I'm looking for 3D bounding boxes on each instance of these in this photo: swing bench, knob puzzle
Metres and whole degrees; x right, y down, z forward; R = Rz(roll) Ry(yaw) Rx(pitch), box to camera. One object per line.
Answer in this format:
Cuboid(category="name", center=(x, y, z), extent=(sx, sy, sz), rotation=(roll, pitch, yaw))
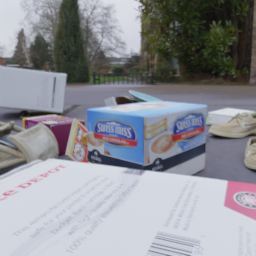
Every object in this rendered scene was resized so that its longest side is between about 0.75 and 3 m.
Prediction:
Cuboid(category="swing bench", center=(-2.141, 0.378, 5.260), extent=(1.327, 0.861, 1.320), rotation=(1, 10, 3))
Cuboid(category="knob puzzle", center=(-0.724, 0.405, 5.156), extent=(0.146, 1.054, 1.054), rotation=(-21, 2, 23))

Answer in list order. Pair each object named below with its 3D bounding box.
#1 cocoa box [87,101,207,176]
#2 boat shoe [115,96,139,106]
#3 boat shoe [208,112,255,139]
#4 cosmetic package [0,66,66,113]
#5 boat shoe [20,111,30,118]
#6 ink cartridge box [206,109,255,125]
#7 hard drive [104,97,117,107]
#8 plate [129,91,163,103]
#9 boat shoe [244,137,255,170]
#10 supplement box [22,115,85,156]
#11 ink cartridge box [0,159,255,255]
Cuboid(category="cocoa box", center=(0.387, 0.227, 4.934), extent=(1.275, 1.255, 1.912), rotation=(10, 15, 42))
Cuboid(category="boat shoe", center=(0.172, -1.236, 14.438), extent=(1.752, 0.647, 0.648), rotation=(19, 15, 25))
Cuboid(category="boat shoe", center=(3.337, -0.134, 8.260), extent=(2.161, 0.702, 0.779), rotation=(-5, 12, -18))
Cuboid(category="cosmetic package", center=(-4.184, -1.583, 12.115), extent=(2.719, 1.671, 2.710), rotation=(6, 4, -16))
Cuboid(category="boat shoe", center=(-4.425, -0.636, 11.993), extent=(0.350, 0.298, 1.047), rotation=(-2, 11, -12))
Cuboid(category="ink cartridge box", center=(3.324, -0.409, 10.369), extent=(2.165, 0.519, 1.575), rotation=(13, 17, 43))
Cuboid(category="hard drive", center=(-0.854, -1.184, 13.738), extent=(0.104, 0.513, 0.777), rotation=(-25, 7, -36))
Cuboid(category="plate", center=(1.143, -1.269, 13.849), extent=(2.442, 0.312, 2.442), rotation=(20, 14, -5))
Cuboid(category="boat shoe", center=(2.613, 0.506, 5.644), extent=(0.498, 0.449, 1.381), rotation=(3, 11, 17))
Cuboid(category="supplement box", center=(-1.811, 0.138, 6.803), extent=(0.923, 0.727, 1.409), rotation=(-10, 14, -43))
Cuboid(category="ink cartridge box", center=(-0.123, 0.961, 1.908), extent=(2.288, 0.970, 1.666), rotation=(6, 12, 21))
